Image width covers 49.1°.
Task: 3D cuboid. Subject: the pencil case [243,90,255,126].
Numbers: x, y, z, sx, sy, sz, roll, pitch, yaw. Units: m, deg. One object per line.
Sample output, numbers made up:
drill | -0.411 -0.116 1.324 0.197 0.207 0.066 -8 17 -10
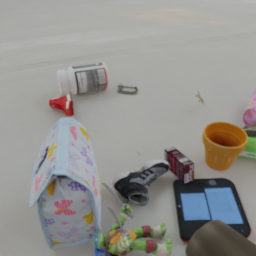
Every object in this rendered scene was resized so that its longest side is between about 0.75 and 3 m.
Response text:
pencil case | 5.784 -0.934 12.418 0.993 0.993 2.271 20 40 25

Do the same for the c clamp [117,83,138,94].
c clamp | -0.034 -2.073 14.626 1.221 0.165 1.043 12 38 16

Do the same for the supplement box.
supplement box | 1.704 1.225 9.490 0.399 0.714 1.311 -14 27 -18

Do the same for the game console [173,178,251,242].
game console | 2.431 2.390 8.439 1.966 0.345 2.223 1 36 1

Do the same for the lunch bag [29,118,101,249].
lunch bag | -1.681 1.413 7.656 1.799 2.830 2.400 -5 37 -7

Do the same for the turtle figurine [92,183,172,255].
turtle figurine | 0.143 2.518 7.135 1.931 1.433 1.991 12 76 -12

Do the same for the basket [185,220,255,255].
basket | 2.509 3.311 6.273 2.038 1.537 2.260 -25 39 -19

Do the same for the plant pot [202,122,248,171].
plant pot | 3.276 0.729 9.849 1.452 1.329 1.452 0 37 0

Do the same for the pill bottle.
pill bottle | -2.277 -2.451 14.111 2.418 1.377 1.377 -11 38 -16

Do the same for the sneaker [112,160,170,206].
sneaker | 0.586 1.792 8.939 2.017 0.761 1.148 -18 40 -14

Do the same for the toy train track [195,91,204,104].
toy train track | 3.285 -1.308 12.851 0.199 0.702 1.224 -21 -13 21

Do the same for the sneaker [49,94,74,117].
sneaker | -3.071 -0.923 12.784 1.057 0.717 1.829 -13 25 -4

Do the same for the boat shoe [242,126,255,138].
boat shoe | 4.894 0.169 11.418 1.284 0.478 0.471 -1 26 -16

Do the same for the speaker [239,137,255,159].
speaker | 4.654 0.763 10.304 1.740 0.770 0.770 11 38 15
